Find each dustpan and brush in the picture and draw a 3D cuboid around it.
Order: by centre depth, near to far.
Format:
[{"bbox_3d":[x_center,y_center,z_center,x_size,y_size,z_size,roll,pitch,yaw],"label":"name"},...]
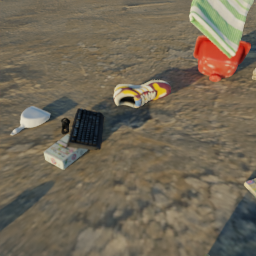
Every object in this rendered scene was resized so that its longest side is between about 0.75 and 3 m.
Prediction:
[{"bbox_3d":[-3.025,-0.177,8.382,0.839,0.344,1.202,22,36,23],"label":"dustpan and brush"}]

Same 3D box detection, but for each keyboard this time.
[{"bbox_3d":[-1.319,-0.041,7.880,1.201,0.257,2.001,6,28,-5],"label":"keyboard"}]

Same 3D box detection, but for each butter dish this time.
[{"bbox_3d":[3.345,-2.406,10.453,1.874,1.869,1.385,12,82,10],"label":"butter dish"}]

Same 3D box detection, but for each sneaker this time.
[{"bbox_3d":[0.497,-1.029,9.197,1.917,0.719,0.864,-7,42,3],"label":"sneaker"}]

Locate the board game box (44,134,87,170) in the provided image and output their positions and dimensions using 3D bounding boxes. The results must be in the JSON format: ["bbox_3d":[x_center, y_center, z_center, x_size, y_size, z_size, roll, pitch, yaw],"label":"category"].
[{"bbox_3d":[-1.624,0.605,7.326,0.667,0.290,0.903,22,41,27],"label":"board game box"}]

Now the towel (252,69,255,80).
[{"bbox_3d":[5.925,-2.314,11.055,1.503,0.391,2.268,22,43,25],"label":"towel"}]

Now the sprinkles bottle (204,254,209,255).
[{"bbox_3d":[1.731,2.674,4.458,1.420,0.485,0.485,30,47,34],"label":"sprinkles bottle"}]

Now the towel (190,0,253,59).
[{"bbox_3d":[2.784,-3.560,8.191,1.947,0.299,2.553,33,67,-21],"label":"towel"}]

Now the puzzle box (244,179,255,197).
[{"bbox_3d":[3.221,1.369,6.474,0.851,0.108,0.566,-13,39,-17],"label":"puzzle box"}]
